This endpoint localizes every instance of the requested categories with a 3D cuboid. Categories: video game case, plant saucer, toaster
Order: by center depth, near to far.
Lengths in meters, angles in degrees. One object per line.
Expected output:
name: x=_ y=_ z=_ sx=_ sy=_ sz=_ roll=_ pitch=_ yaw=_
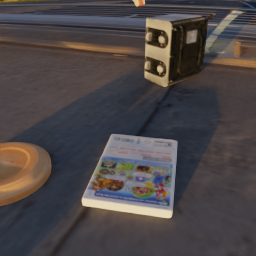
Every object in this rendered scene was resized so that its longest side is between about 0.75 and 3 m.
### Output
plant saucer: x=-2.991 y=0.962 z=6.690 sx=2.227 sy=0.359 sz=2.227 roll=-1 pitch=30 yaw=0
video game case: x=0.194 y=0.987 z=6.762 sx=1.869 sy=0.235 sz=2.610 roll=6 pitch=30 yaw=9
toaster: x=2.071 y=-3.474 z=12.037 sx=2.904 sy=2.626 sz=1.723 roll=-24 pitch=38 yaw=-35

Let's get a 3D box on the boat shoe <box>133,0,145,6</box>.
boat shoe: x=0.259 y=-3.903 z=8.315 sx=0.242 sy=0.276 sz=0.774 roll=-17 pitch=61 yaw=-9
